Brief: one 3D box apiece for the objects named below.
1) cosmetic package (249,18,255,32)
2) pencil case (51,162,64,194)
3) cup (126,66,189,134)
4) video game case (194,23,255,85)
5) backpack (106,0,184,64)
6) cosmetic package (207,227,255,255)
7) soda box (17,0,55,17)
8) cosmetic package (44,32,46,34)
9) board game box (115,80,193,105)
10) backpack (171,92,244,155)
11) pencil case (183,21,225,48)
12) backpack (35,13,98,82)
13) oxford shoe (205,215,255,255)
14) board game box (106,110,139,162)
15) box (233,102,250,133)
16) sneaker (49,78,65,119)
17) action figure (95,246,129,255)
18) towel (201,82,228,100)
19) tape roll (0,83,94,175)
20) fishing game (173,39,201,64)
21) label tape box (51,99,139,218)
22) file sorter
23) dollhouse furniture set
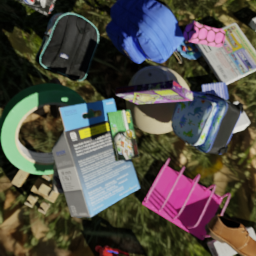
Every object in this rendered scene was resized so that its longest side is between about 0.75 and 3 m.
[{"bbox_3d":[6.371,-5.097,13.436,0.959,0.407,0.516,-32,73,-14],"label":"cosmetic package"},{"bbox_3d":[-1.844,1.117,8.039,0.568,0.653,1.461,2,84,15],"label":"pencil case"},{"bbox_3d":[1.026,-1.302,10.685,2.687,1.922,2.687,-4,73,14],"label":"cup"},{"bbox_3d":[4.552,-3.343,12.637,2.238,0.271,2.458,-26,77,-10],"label":"video game case"},{"bbox_3d":[0.615,-3.304,9.766,2.043,1.978,2.435,-51,53,4],"label":"backpack"},{"bbox_3d":[3.538,3.906,9.480,1.453,0.820,0.590,-19,69,-9],"label":"cosmetic package"},{"bbox_3d":[-2.998,-4.054,8.687,1.345,0.426,0.476,26,52,-9],"label":"soda box"},{"bbox_3d":[-2.663,-3.969,12.691,1.471,0.904,1.466,-40,73,-15],"label":"cosmetic package"},{"bbox_3d":[0.706,-0.955,7.872,1.886,1.132,0.305,0,75,38],"label":"board game box"},{"bbox_3d":[2.256,-0.274,8.945,1.445,1.966,1.799,12,102,-34],"label":"backpack"},{"bbox_3d":[2.428,-2.918,8.771,1.326,0.621,0.602,1,27,-28],"label":"pencil case"},{"bbox_3d":[-2.012,-2.779,9.384,1.748,1.525,1.989,19,104,-32],"label":"backpack"},{"bbox_3d":[2.531,2.449,6.262,1.521,0.543,0.542,27,113,1],"label":"oxford shoe"},{"bbox_3d":[-0.136,0.181,6.978,0.645,0.144,1.232,-7,83,-28],"label":"board game box"},{"bbox_3d":[4.107,-0.350,11.306,1.051,0.687,1.045,-18,69,-7],"label":"box"},{"bbox_3d":[-2.444,-1.094,9.803,0.557,1.580,0.597,28,41,18],"label":"sneaker"},{"bbox_3d":[-0.240,4.457,9.221,2.103,0.544,0.688,20,96,26],"label":"action figure"},{"bbox_3d":[3.706,-1.516,11.961,1.079,0.129,0.781,-8,89,-3],"label":"towel"},{"bbox_3d":[-2.392,0.078,8.553,2.809,2.809,0.675,-30,37,-12],"label":"tape roll"},{"bbox_3d":[2.915,-3.781,12.967,1.858,0.289,1.331,-22,72,-9],"label":"fishing game"},{"bbox_3d":[-0.965,0.745,7.831,2.019,0.886,2.800,-17,90,-48],"label":"label tape box"},{"bbox_3d":[1.992,2.428,9.694,2.454,1.539,1.705,29,70,11],"label":"file sorter"},{"bbox_3d":[-3.352,2.144,10.316,1.637,1.087,1.435,33,70,-11],"label":"dollhouse furniture set"}]
